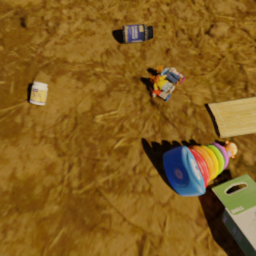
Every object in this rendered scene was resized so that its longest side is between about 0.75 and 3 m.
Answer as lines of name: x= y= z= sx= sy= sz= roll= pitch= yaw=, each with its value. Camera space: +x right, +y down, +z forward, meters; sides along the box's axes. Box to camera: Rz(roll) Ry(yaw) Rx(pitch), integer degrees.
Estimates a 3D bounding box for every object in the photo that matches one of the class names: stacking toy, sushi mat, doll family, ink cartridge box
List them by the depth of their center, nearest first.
ink cartridge box: x=3.619 y=2.704 z=7.955 sx=1.355 sy=0.774 sz=2.611 roll=-19 pitch=46 yaw=-12
stacking toy: x=2.583 y=1.033 z=8.923 sx=2.616 sy=1.436 sz=1.518 roll=-18 pitch=82 yaw=-28
sushi mat: x=4.537 y=-0.469 z=10.246 sx=2.961 sy=0.179 sz=1.417 roll=-8 pitch=62 yaw=-5
doll family: x=1.430 y=-1.888 z=10.697 sx=1.030 sy=0.748 sz=1.660 roll=34 pitch=66 yaw=18

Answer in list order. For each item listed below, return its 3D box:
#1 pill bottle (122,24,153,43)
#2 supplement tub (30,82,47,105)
pill bottle: x=0.397 y=-4.007 z=11.883 sx=1.287 sy=0.720 sz=0.720 roll=-6 pitch=61 yaw=-3
supplement tub: x=-3.276 y=-1.261 z=10.295 sx=0.559 sy=0.559 sz=0.768 roll=13 pitch=99 yaw=7
